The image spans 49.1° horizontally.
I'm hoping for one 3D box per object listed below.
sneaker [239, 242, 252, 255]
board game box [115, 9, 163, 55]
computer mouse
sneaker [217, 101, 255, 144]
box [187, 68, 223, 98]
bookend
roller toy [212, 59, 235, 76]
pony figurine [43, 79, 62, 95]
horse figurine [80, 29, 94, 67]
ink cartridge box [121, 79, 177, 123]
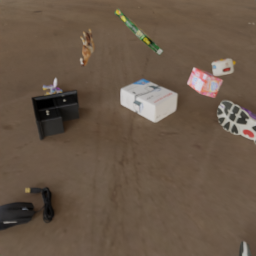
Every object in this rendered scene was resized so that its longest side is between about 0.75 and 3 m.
[{"bbox_3d":[3.089,3.388,6.496,0.872,0.604,1.443,2,43,11],"label":"sneaker"},{"bbox_3d":[0.459,-4.416,12.831,1.440,0.322,2.748,25,24,-48],"label":"board game box"},{"bbox_3d":[-3.188,2.248,8.238,1.946,0.448,1.366,-7,37,-10],"label":"computer mouse"},{"bbox_3d":[4.913,-0.149,11.326,2.839,1.144,1.184,38,35,29],"label":"sneaker"},{"bbox_3d":[2.735,-1.647,10.114,0.635,0.688,1.341,15,19,-14],"label":"box"},{"bbox_3d":[-2.899,-0.601,11.786,1.990,0.922,2.003,-12,38,-16],"label":"bookend"},{"bbox_3d":[4.032,-2.609,11.931,0.912,0.637,0.832,-1,19,38],"label":"roller toy"},{"bbox_3d":[-3.770,-1.962,13.999,0.904,0.753,0.873,-10,69,-19],"label":"pony figurine"},{"bbox_3d":[-1.836,-3.650,12.542,0.440,1.168,1.762,-1,42,8],"label":"horse figurine"},{"bbox_3d":[0.933,-1.288,12.760,1.551,0.909,2.118,-30,44,-35],"label":"ink cartridge box"}]
